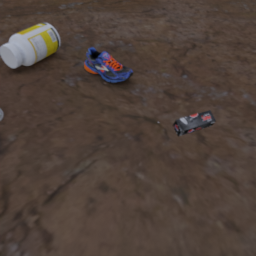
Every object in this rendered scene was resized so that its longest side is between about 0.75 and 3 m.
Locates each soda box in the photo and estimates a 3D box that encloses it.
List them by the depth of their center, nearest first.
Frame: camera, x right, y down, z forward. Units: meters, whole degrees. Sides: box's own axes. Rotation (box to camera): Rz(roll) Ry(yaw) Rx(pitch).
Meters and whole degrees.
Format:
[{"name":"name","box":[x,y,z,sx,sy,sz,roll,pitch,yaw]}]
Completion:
[{"name":"soda box","box":[1.642,-0.119,6.977,0.994,0.315,0.352,-16,68,-16]}]

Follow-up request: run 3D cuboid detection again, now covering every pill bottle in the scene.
[{"name":"pill bottle","box":[-4.099,-3.427,11.780,1.326,1.326,2.367,22,45,24]}]

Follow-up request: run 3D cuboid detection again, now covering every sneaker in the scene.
[{"name":"sneaker","box":[-0.843,-2.459,10.955,2.378,0.933,0.896,24,47,26]}]

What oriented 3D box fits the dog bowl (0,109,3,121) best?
[{"name":"dog bowl","box":[-4.721,-0.439,9.028,1.240,0.364,1.240,0,39,0]}]
